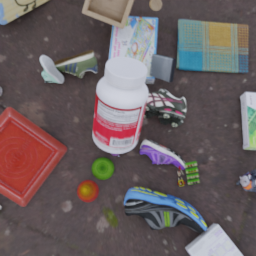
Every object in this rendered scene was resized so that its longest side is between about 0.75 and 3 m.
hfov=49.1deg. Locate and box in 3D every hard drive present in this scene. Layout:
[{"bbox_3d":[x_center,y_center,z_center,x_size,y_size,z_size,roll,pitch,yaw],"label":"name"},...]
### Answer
[{"bbox_3d":[1.216,-2.152,10.011,0.191,1.161,0.810,-8,114,-31],"label":"hard drive"}]

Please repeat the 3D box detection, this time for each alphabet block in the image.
[{"bbox_3d":[-4.794,-6.067,10.710,2.545,2.531,2.592,42,66,9],"label":"alphabet block"}]

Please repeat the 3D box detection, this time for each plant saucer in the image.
[{"bbox_3d":[-3.824,1.000,9.559,2.563,0.470,2.559,38,76,-12],"label":"plant saucer"}]

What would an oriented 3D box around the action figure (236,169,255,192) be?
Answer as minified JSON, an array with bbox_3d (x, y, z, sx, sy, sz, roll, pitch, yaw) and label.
[{"bbox_3d":[4.421,1.793,9.227,1.502,1.553,0.812,12,48,-11],"label":"action figure"}]

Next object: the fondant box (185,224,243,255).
[{"bbox_3d":[2.962,4.288,9.084,1.325,0.535,1.837,-36,76,-9],"label":"fondant box"}]

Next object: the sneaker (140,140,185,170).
[{"bbox_3d":[1.237,1.062,10.029,1.767,0.712,0.737,26,97,10],"label":"sneaker"}]

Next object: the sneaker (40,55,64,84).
[{"bbox_3d":[-3.070,-2.124,10.453,0.783,1.328,0.489,2,57,26],"label":"sneaker"}]

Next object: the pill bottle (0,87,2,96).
[{"bbox_3d":[-5.218,-1.489,10.444,0.583,0.974,0.583,-1,77,6],"label":"pill bottle"}]

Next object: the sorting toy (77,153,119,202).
[{"bbox_3d":[-1.000,1.503,9.733,0.805,0.800,2.322,32,78,9],"label":"sorting toy"}]

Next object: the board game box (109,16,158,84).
[{"bbox_3d":[0.198,-3.153,11.198,1.839,0.468,2.735,5,75,1],"label":"board game box"}]

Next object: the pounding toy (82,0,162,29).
[{"bbox_3d":[-0.045,-4.902,10.327,2.612,1.195,2.295,19,111,-7],"label":"pounding toy"}]

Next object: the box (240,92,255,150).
[{"bbox_3d":[5.715,-0.183,10.310,2.953,0.537,2.132,3,74,0],"label":"box"}]

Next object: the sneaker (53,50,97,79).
[{"bbox_3d":[-2.083,-2.281,10.830,2.001,0.898,0.671,-11,31,21],"label":"sneaker"}]

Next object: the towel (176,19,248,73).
[{"bbox_3d":[3.360,-3.242,11.211,2.858,0.310,2.096,4,83,-1],"label":"towel"}]

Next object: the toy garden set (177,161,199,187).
[{"bbox_3d":[2.050,1.648,9.698,0.767,0.184,0.920,-12,117,6],"label":"toy garden set"}]

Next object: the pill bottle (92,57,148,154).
[{"bbox_3d":[-0.256,-0.683,8.999,1.625,2.895,1.625,7,41,-6],"label":"pill bottle"}]

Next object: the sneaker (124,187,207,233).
[{"bbox_3d":[1.204,2.887,9.362,2.829,1.003,1.172,18,97,1],"label":"sneaker"}]

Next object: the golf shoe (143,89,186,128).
[{"bbox_3d":[0.910,-0.913,10.419,2.574,0.994,1.134,19,64,-2],"label":"golf shoe"}]
